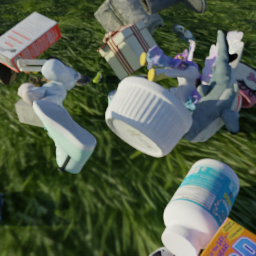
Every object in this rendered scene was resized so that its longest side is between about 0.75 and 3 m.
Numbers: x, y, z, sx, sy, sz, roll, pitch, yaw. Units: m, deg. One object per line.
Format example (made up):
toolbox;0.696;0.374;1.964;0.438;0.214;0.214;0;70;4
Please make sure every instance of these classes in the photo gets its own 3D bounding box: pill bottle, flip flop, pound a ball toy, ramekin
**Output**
pill bottle;1.877;2.106;7.379;1.428;1.428;2.578;22;45;25
flip flop;-4.892;-2.776;10.210;0.830;2.884;1.170;23;65;26
pill bottle;3.056;-1.169;11.363;2.605;1.462;1.462;-3;39;-3
pound a ball toy;-2.687;-1.729;7.932;0.915;0.389;0.596;-7;18;-30
ramekin;0.389;-0.164;6.426;1.918;1.918;1.007;25;72;27

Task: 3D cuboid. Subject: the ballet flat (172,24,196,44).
ballet flat;2.485;-4.232;12.520;1.303;0.484;0.484;39;52;22

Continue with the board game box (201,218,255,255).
board game box;2.086;3.386;5.270;1.909;1.909;1.911;30;42;30

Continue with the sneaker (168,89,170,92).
sneaker;1.747;-1.436;12.258;1.673;0.737;0.630;-4;41;-3

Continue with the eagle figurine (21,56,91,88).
eagle figurine;-2.349;-1.676;9.359;1.834;1.384;1.391;-27;18;25

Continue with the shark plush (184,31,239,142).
shark plush;2.201;-0.953;7.030;1.167;2.803;1.273;6;21;-12

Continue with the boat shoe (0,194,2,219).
boat shoe;-3.871;2.149;8.101;0.537;0.438;1.276;-19;43;-22

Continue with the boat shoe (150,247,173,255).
boat shoe;0.831;3.147;7.009;0.808;0.277;0.291;-15;42;-18

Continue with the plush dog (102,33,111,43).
plush dog;-1.259;-5.552;17.530;0.711;0.664;0.827;-35;20;-17

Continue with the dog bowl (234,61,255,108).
dog bowl;4.260;-1.789;11.466;2.677;2.677;0.987;31;89;32

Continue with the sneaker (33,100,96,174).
sneaker;-1.419;0.195;5.521;1.637;0.965;0.602;41;31;22

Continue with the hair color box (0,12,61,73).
hair color box;-3.180;-2.714;8.787;1.068;0.616;1.927;31;64;22

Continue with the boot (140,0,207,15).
boot;1.662;-4.669;10.448;1.989;0.722;1.809;-22;59;-20

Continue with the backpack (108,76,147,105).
backpack;0.246;-1.019;11.132;2.073;1.589;1.822;-28;52;-22

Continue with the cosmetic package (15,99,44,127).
cosmetic package;-3.462;-0.570;11.071;1.746;0.918;0.621;13;40;13

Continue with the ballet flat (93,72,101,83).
ballet flat;-1.489;-2.499;13.971;0.279;0.278;0.831;25;44;-3

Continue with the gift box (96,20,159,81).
gift box;-0.082;-2.989;10.835;1.802;1.683;1.663;-23;15;44

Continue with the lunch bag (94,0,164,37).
lunch bag;0.091;-4.770;12.060;2.465;2.067;1.717;52;27;-2

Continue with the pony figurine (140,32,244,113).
pony figurine;1.786;-1.421;8.230;2.915;2.814;2.428;4;4;-23

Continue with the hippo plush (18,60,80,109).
hippo plush;-1.865;-1.004;7.596;1.401;1.759;1.414;34;89;34
